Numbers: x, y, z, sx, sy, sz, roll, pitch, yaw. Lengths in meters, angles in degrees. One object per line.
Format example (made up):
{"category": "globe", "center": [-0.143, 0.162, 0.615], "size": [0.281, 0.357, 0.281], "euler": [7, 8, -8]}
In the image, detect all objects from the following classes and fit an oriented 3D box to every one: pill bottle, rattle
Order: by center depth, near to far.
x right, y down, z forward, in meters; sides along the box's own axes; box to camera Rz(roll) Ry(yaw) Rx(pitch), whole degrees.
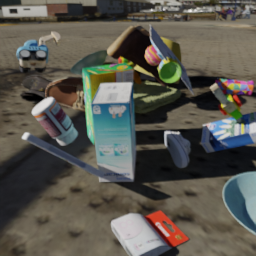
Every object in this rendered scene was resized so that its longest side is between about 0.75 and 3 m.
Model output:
{"category": "pill bottle", "center": [-1.555, -0.119, 6.053], "size": [0.559, 0.978, 0.559], "euler": [-24, 30, 15]}
{"category": "rattle", "center": [-0.196, -2.061, 11.307], "size": [1.319, 0.942, 0.859], "euler": [-20, 26, 23]}

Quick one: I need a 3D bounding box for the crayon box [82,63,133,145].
{"category": "crayon box", "center": [-0.520, -0.637, 7.645], "size": [1.216, 2.047, 0.596], "euler": [-13, 31, -22]}

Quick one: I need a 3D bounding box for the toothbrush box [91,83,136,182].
{"category": "toothbrush box", "center": [-0.259, 0.075, 6.435], "size": [0.817, 1.916, 1.403], "euler": [-2, 26, 5]}

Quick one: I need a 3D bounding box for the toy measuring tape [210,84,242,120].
{"category": "toy measuring tape", "center": [2.193, -0.657, 6.353], "size": [1.450, 0.533, 0.533], "euler": [35, 1, -38]}

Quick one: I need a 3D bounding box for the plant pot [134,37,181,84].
{"category": "plant pot", "center": [1.511, -3.233, 12.906], "size": [2.354, 1.671, 2.354], "euler": [18, 18, -6]}

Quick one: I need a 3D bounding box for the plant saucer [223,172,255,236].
{"category": "plant saucer", "center": [2.792, 1.547, 5.121], "size": [2.092, 0.403, 2.092], "euler": [0, 25, 0]}

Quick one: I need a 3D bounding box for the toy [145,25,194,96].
{"category": "toy", "center": [0.875, -1.706, 7.122], "size": [0.624, 1.522, 2.643], "euler": [-37, 19, 17]}

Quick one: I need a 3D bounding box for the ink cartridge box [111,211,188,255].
{"category": "ink cartridge box", "center": [0.365, 1.772, 4.831], "size": [1.059, 0.302, 0.861], "euler": [-18, 30, -25]}

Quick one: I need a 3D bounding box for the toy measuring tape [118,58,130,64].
{"category": "toy measuring tape", "center": [-0.126, -3.770, 16.070], "size": [0.669, 0.669, 1.818], "euler": [-8, 27, -17]}

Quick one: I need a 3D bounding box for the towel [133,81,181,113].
{"category": "towel", "center": [0.633, -1.231, 10.880], "size": [2.003, 0.493, 2.700], "euler": [22, 32, 37]}

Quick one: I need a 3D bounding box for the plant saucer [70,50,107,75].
{"category": "plant saucer", "center": [-1.367, -2.314, 10.326], "size": [1.563, 0.301, 1.563], "euler": [-28, -2, -1]}

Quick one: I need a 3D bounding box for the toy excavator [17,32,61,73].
{"category": "toy excavator", "center": [-2.735, -2.458, 8.680], "size": [1.356, 0.696, 1.394], "euler": [-3, 62, -21]}

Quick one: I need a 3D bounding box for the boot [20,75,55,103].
{"category": "boot", "center": [-3.783, -1.550, 11.306], "size": [2.014, 0.697, 1.754], "euler": [9, 26, 13]}

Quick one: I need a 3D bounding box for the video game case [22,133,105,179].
{"category": "video game case", "center": [-1.322, 0.539, 5.582], "size": [1.596, 0.144, 1.143], "euler": [31, -13, -19]}

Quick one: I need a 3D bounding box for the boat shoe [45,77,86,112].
{"category": "boat shoe", "center": [-1.238, -0.988, 9.020], "size": [2.898, 1.097, 1.040], "euler": [6, 16, -3]}

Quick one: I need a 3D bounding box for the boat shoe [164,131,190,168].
{"category": "boat shoe", "center": [1.334, 0.467, 7.177], "size": [0.525, 0.591, 1.607], "euler": [-7, 27, -5]}

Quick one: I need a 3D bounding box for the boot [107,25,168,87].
{"category": "boot", "center": [0.664, -2.457, 10.040], "size": [1.033, 2.374, 2.854], "euler": [-34, 11, 38]}

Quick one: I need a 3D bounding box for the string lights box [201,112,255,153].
{"category": "string lights box", "center": [2.537, 0.130, 6.929], "size": [1.350, 0.398, 0.694], "euler": [-17, 37, 34]}

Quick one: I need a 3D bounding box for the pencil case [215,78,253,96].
{"category": "pencil case", "center": [4.426, -1.725, 11.738], "size": [1.514, 0.669, 0.669], "euler": [9, 27, 13]}

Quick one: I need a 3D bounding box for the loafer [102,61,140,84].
{"category": "loafer", "center": [-0.578, -2.480, 12.793], "size": [2.529, 0.962, 0.853], "euler": [4, 12, -41]}
